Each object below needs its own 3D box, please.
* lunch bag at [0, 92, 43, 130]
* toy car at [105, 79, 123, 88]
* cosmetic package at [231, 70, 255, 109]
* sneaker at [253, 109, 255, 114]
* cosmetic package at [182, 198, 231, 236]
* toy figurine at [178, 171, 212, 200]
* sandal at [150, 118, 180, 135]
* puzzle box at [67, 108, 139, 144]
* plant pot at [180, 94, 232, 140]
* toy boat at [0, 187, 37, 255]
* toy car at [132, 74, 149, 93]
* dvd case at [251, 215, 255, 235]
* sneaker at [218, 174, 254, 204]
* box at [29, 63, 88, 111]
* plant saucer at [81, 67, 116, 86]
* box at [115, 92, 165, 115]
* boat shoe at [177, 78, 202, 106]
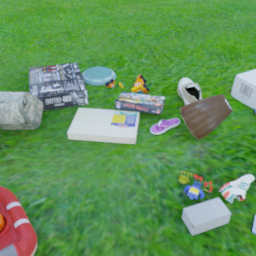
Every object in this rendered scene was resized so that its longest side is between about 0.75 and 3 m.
[{"bbox_3d":[-4.214,-0.705,10.053,1.814,1.521,1.264,1,69,9],"label":"lunch bag"},{"bbox_3d":[-0.638,-1.904,12.873,0.493,0.335,1.006,-45,43,-7],"label":"toy car"},{"bbox_3d":[6.196,-1.907,12.348,2.939,1.088,1.494,-16,41,-23],"label":"cosmetic package"},{"bbox_3d":[5.643,-0.736,11.255,1.166,0.520,0.458,-1,37,0],"label":"sneaker"},{"bbox_3d":[2.035,2.310,7.337,1.109,0.500,0.592,-13,39,-12],"label":"cosmetic package"},{"bbox_3d":[1.837,1.738,8.042,1.029,0.543,0.617,20,49,19],"label":"toy figurine"},{"bbox_3d":[1.379,-0.145,10.620,1.303,0.320,0.530,-23,40,-22],"label":"sandal"},{"bbox_3d":[-0.863,-0.098,10.581,2.492,0.317,1.658,5,37,6],"label":"puzzle box"},{"bbox_3d":[2.804,-0.498,9.761,1.458,1.363,1.363,-31,30,24],"label":"plant pot"},{"bbox_3d":[-3.237,2.203,6.575,1.545,1.548,2.368,-24,44,-28],"label":"toy boat"},{"bbox_3d":[0.388,-1.900,12.168,0.610,0.899,1.833,-22,-5,17],"label":"toy car"},{"bbox_3d":[3.648,2.626,7.245,0.822,0.072,0.587,17,41,21],"label":"dvd case"},{"bbox_3d":[3.244,1.797,8.124,1.259,0.443,0.589,-15,59,-23],"label":"sneaker"},{"bbox_3d":[-3.196,-1.922,12.605,2.327,0.734,2.950,-10,39,-13],"label":"box"},{"bbox_3d":[-1.487,-2.640,13.967,1.764,0.242,1.764,0,37,0],"label":"plant saucer"},{"bbox_3d":[0.515,-1.038,11.546,1.862,0.351,1.271,8,24,10],"label":"box"},{"bbox_3d":[2.684,-1.490,11.819,0.903,0.827,2.417,3,42,-8],"label":"boat shoe"}]
